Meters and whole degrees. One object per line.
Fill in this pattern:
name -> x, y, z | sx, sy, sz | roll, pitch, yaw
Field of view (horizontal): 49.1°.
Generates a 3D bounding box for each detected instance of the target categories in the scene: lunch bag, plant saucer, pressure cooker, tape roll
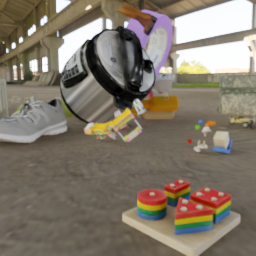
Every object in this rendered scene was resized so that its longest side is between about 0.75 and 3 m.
lunch bag -> 3.058, -0.821, 7.441 | 1.261, 1.058, 0.879 | 5, -1, 27
plant saucer -> -3.201, -0.805, 11.750 | 2.964, 0.460, 2.964 | 1, 9, 0
pressure cooker -> -0.469, -1.479, 7.818 | 2.501, 2.200, 2.234 | -33, 5, 43
tape roll -> 0.636, -2.837, 9.948 | 0.788, 2.402, 2.402 | 28, 21, 24

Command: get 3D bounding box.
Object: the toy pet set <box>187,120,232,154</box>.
toy pet set -> 1.649, 0.253, 5.551 | 0.726, 0.413, 0.778 | 6, 38, 35

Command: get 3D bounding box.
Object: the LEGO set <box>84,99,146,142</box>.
LEGO set -> -0.267, 0.025, 6.174 | 1.546, 0.575, 0.711 | -27, 29, 20

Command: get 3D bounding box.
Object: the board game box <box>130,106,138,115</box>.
board game box -> -0.750, -1.344, 11.580 | 1.968, 0.519, 2.572 | -4, 34, -13

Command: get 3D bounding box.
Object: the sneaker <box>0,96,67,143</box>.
sneaker -> -2.431, -0.251, 6.714 | 0.934, 1.024, 2.498 | 3, 10, 19

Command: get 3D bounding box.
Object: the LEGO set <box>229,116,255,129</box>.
LEGO set -> 4.568, -0.484, 8.870 | 2.725, 0.772, 1.770 | -8, 13, -40

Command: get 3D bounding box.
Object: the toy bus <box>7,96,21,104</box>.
toy bus -> -5.155, -0.789, 10.426 | 1.684, 0.870, 1.589 | 32, 48, 6

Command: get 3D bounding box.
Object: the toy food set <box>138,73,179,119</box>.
toy food set -> 0.897, -1.094, 10.145 | 1.292, 1.371, 2.871 | 0, 33, -2

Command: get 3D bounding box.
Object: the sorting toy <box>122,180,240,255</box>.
sorting toy -> 0.523, 0.789, 2.757 | 0.841, 0.294, 0.846 | -9, 14, -43

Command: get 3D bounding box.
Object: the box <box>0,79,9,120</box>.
box -> -4.429, -0.542, 7.210 | 1.226, 1.439, 2.251 | 6, 11, 30

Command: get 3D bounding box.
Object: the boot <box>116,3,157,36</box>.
boot -> 0.183, -2.580, 6.532 | 0.940, 0.322, 0.885 | 26, 49, -5
